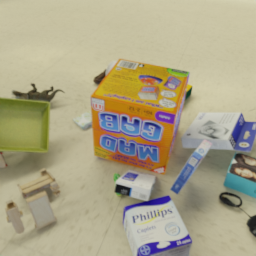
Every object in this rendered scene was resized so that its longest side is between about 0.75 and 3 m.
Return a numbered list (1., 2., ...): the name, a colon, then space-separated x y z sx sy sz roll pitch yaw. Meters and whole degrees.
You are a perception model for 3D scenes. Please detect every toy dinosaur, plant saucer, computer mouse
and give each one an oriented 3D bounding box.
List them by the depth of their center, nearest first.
1. computer mouse: 3.693 2.748 8.668 0.629 0.365 2.146 -39 44 -6
2. plant saucer: -4.079 -0.028 10.530 2.137 0.512 2.140 4 65 -20
3. toy dinosaur: -4.258 -1.461 13.484 2.450 0.943 1.253 8 53 -1

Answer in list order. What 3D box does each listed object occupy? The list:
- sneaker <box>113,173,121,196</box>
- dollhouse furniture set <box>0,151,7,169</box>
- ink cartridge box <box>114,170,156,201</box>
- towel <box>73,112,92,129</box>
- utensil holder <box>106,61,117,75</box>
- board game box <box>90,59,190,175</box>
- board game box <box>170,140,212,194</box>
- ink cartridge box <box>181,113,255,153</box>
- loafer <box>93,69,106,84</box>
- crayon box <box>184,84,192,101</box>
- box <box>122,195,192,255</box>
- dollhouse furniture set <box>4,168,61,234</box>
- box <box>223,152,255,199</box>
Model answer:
1. sneaker: -0.326 1.888 9.392 0.280 0.316 0.755 -7 74 -8
2. dollhouse furniture set: -5.365 0.240 10.156 1.560 2.226 1.569 -7 40 -8
3. ink cartridge box: 0.293 1.816 9.127 1.055 0.416 2.122 12 4 11
4. towel: -1.853 -0.344 12.464 0.944 0.227 0.808 -29 44 -30
5. utensil holder: -0.253 -2.697 14.215 1.383 1.175 1.175 25 45 38
6. board game box: 0.482 -0.498 10.489 2.809 2.807 2.807 14 42 12
7. board game box: 2.033 1.227 8.992 0.321 1.482 1.475 34 29 16
8. ink cartridge box: 3.642 0.068 10.936 2.471 0.502 2.466 2 28 31
9. loafer: -1.255 -2.936 15.290 0.634 0.617 1.737 27 46 29
10. crayon box: 1.876 -1.808 13.926 2.040 0.595 1.760 25 47 26
11. box: 0.759 2.941 7.957 1.493 0.852 1.624 -11 40 -14
12. dollhouse furniture set: -3.123 2.346 9.121 1.719 0.984 2.016 -21 20 -25
13. box: 4.845 1.878 9.353 2.933 0.721 1.207 20 44 23
